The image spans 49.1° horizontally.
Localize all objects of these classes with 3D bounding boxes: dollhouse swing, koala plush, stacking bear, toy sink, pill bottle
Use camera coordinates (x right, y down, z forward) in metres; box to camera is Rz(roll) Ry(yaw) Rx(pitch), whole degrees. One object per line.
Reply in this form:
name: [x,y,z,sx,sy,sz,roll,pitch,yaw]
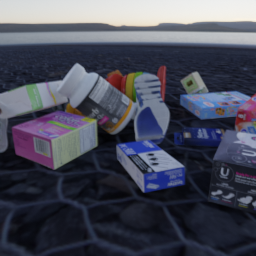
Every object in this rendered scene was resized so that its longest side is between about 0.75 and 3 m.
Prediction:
dollhouse swing: [-1.927,-0.458,10.483,1.270,1.154,1.116,12,8,27]
koala plush: [-2.643,-0.970,12.126,1.147,1.054,1.017,28,38,12]
stacking bear: [0.258,-1.815,12.433,2.670,1.518,1.621,4,-22,9]
toy sink: [3.188,-2.001,13.527,0.734,1.126,0.631,-31,-4,42]
pill bottle: [-1.089,-0.974,9.579,2.452,1.427,1.427,36,13,-20]

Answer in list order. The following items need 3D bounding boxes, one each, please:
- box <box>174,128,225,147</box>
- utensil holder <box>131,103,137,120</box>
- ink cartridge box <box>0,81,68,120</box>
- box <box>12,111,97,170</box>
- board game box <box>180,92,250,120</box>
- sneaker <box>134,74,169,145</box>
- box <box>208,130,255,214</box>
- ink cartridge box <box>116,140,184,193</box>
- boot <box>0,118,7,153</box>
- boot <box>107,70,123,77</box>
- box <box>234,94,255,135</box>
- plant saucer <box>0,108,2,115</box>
box: [2.444,0.302,9.544,1.711,0.277,1.037,2,22,7]
utensil holder: [0.506,-0.733,11.585,0.820,0.697,0.697,-15,26,-27]
ink cartridge box: [-3.105,-1.016,9.662,1.417,0.815,2.420,-13,8,24]
box: [-2.209,0.279,8.694,1.693,0.931,1.925,14,25,31]
board game box: [4.144,-1.073,12.591,2.958,0.541,2.237,-4,22,-12]
sneaker: [0.826,-0.386,10.081,1.171,1.674,2.899,-4,51,4]
box: [2.803,0.941,6.701,1.316,1.143,1.992,10,24,25]
ink cartridge box: [0.487,0.906,7.287,1.038,0.488,2.209,-7,16,-16]
boot: [-4.194,-0.189,8.741,0.690,0.897,1.877,-17,61,-14]
boot: [-0.232,-2.363,14.577,1.770,1.374,0.679,-27,-10,-43]
box: [4.585,-0.205,9.190,1.390,1.452,2.912,16,27,34]
plant saucer: [-4.308,-0.488,7.854,1.391,0.254,1.391,20,19,-7]
